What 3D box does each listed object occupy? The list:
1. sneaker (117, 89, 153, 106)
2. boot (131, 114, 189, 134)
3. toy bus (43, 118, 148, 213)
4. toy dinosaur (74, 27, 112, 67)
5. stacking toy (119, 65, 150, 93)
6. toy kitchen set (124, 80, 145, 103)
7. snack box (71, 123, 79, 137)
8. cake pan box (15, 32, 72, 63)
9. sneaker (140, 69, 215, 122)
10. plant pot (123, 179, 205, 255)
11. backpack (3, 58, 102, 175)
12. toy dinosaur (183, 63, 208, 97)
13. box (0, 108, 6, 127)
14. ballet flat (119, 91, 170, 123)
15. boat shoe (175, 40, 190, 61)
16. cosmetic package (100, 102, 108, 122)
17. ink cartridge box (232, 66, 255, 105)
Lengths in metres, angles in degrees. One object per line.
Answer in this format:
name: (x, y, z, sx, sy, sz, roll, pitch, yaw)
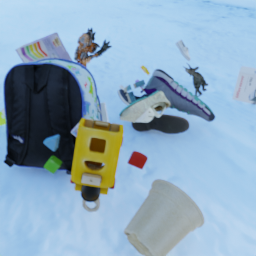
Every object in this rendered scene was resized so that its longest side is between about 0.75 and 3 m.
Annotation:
sneaker: (0.357, -1.133, 10.218, 0.994, 1.375, 0.523, -34, 30, 28)
boot: (1.163, -0.271, 9.661, 2.031, 0.748, 0.766, 4, 31, 28)
toy bus: (-0.754, 0.883, 6.240, 2.082, 2.207, 1.140, -35, 12, 7)
toy dinosaur: (-1.703, -3.127, 11.279, 1.583, 1.192, 2.333, -50, 17, -25)
stacking toy: (0.621, -1.667, 11.421, 1.400, 0.436, 1.857, -42, 49, -1)
toy kitchen set: (0.383, -1.104, 9.552, 0.738, 0.921, 0.543, -24, 7, -21)
snack box: (-0.805, 0.332, 6.805, 1.179, 0.424, 0.143, 42, 18, -15)
cake pan box: (-2.674, -2.092, 9.531, 1.743, 1.893, 0.495, -2, 37, 34)
sneaker: (1.695, -0.860, 9.648, 2.605, 1.140, 0.969, 40, 16, 8)
plant pot: (0.676, 2.100, 6.088, 1.444, 1.444, 1.322, 29, 58, 34)
backpack: (-2.105, -0.481, 8.138, 2.733, 2.987, 2.195, 5, 20, 13)
toy dinosaur: (2.498, -1.643, 9.946, 0.602, 1.564, 0.800, -19, 60, 20)
box: (-3.694, -0.792, 9.601, 0.416, 1.747, 1.065, 53, 32, -3)
ballet flat: (0.618, -0.555, 8.200, 0.709, 0.767, 2.274, 48, 40, 8)
boat shoe: (1.954, -2.707, 9.724, 0.828, 0.276, 0.304, 57, 31, 11)
cosmetic package: (-1.428, -0.390, 9.664, 1.430, 0.807, 0.580, -8, 8, -1)
ink cartridge box: (5.270, -1.631, 11.285, 1.772, 1.298, 0.761, 15, 38, 20)
